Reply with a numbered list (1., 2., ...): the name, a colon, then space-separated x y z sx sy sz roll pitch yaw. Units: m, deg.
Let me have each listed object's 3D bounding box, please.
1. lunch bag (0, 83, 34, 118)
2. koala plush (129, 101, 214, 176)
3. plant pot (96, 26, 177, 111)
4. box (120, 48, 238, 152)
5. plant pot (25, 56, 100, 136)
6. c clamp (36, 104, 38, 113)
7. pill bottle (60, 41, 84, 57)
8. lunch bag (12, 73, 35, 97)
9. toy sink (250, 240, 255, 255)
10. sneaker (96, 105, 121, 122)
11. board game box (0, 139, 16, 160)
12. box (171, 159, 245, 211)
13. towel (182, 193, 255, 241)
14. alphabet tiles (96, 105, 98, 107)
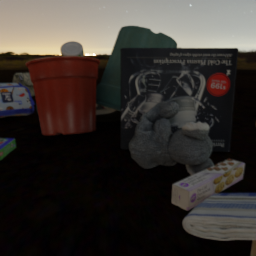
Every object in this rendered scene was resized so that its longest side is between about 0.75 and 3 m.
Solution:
1. lunch bag: -4.363 -0.918 9.849 1.661 1.210 1.954 -9 28 -32
2. koala plush: 0.909 0.313 5.229 1.443 1.280 1.326 14 34 41
3. plant pot: 0.322 -1.637 8.714 2.507 2.455 2.507 16 4 -1
4. box: 1.105 -0.706 6.684 2.506 2.282 1.305 1 13 4
5. plant pot: -1.636 -0.784 7.455 1.916 1.864 1.916 -4 4 0
6. c clamp: -2.166 -1.193 9.453 0.313 2.312 1.975 13 -16 26
7. pill bottle: -1.696 -2.011 8.804 0.686 1.235 0.686 1 52 -1
8. lunch bag: -5.457 -2.350 15.079 1.050 1.264 1.507 6 16 22
9. toy sink: 1.606 1.304 2.438 0.906 0.590 0.507 1 15 0
10. sneaker: -0.437 -1.004 8.712 2.200 1.328 0.920 -15 -23 42
11. board game box: -3.271 0.584 5.865 1.172 0.254 1.741 -1 14 0
12. box: 1.359 0.877 4.584 1.645 0.341 0.318 -11 18 -40
13. towel: 1.524 0.959 3.193 1.427 0.231 1.943 -5 -7 25
14. alphabet tiles: -2.102 -0.903 11.914 1.940 0.073 1.622 2 15 8
